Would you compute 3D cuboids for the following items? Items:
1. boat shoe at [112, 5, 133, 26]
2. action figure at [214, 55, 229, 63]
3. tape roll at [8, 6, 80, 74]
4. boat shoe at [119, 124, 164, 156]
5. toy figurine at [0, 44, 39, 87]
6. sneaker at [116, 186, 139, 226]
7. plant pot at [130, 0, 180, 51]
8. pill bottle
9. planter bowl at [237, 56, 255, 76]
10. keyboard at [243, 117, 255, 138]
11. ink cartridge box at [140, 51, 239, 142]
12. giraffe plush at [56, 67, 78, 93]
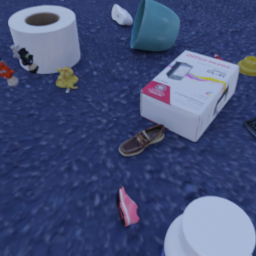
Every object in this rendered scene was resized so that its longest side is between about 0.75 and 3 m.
[{"bbox_3d":[-0.290,-5.649,14.071,0.654,0.687,1.909,6,30,-29],"label":"boat shoe"},{"bbox_3d":[3.622,-2.361,10.760,0.541,0.427,1.654,-6,41,-2],"label":"action figure"},{"bbox_3d":[-3.187,-3.474,10.962,2.461,1.690,2.461,0,43,0],"label":"tape roll"},{"bbox_3d":[0.404,0.287,7.781,1.466,0.528,0.529,-22,57,-21],"label":"boat shoe"},{"bbox_3d":[-3.064,-1.701,7.610,1.034,0.719,1.018,-40,42,-14],"label":"toy figurine"},{"bbox_3d":[-0.013,1.791,6.460,0.423,0.360,0.976,0,47,-18],"label":"sneaker"},{"bbox_3d":[1.143,-4.085,11.521,1.611,2.007,2.007,11,42,-12],"label":"plant pot"},{"bbox_3d":[1.225,2.166,4.613,1.334,2.229,1.334,0,43,0],"label":"pill bottle"},{"bbox_3d":[4.750,-2.467,10.818,1.054,0.439,1.054,0,43,0],"label":"planter bowl"},{"bbox_3d":[4.395,0.272,8.112,1.216,0.197,1.914,-16,47,-16],"label":"keyboard"},{"bbox_3d":[1.933,-1.122,8.779,2.002,1.161,2.712,26,54,27],"label":"ink cartridge box"},{"bbox_3d":[-2.191,-1.826,9.899,0.811,0.762,0.940,-10,44,-11],"label":"giraffe plush"}]
